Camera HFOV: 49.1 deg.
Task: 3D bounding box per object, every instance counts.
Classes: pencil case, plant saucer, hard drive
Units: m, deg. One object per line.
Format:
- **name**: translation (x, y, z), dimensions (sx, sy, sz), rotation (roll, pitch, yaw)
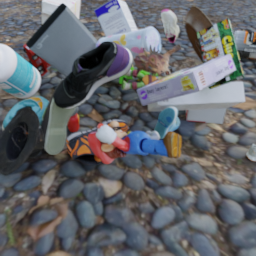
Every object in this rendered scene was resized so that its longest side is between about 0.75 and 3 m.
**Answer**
- **pencil case**: translation (-0.003, -2.908, 10.013), dimensions (2.352, 0.978, 1.067), rotation (0, -2, 33)
- **plant saucer**: translation (3.001, -3.304, 11.047), dimensions (0.538, 2.942, 2.942), rotation (-31, 39, 8)
- **hard drive**: translation (-2.172, -2.954, 10.256), dimensions (1.857, 2.661, 0.438), rotation (-47, 61, 4)

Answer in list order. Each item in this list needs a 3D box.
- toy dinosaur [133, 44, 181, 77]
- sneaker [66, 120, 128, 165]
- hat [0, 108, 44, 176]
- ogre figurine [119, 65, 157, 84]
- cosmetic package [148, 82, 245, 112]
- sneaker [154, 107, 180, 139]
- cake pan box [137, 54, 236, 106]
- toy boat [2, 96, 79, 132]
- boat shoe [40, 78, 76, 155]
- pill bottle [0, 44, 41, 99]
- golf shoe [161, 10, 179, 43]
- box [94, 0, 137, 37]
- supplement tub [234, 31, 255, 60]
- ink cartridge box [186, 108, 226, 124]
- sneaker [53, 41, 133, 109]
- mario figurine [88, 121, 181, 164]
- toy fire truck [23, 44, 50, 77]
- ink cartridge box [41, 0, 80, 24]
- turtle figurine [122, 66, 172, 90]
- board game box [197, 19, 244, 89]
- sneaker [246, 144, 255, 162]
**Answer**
- **toy dinosaur**: translation (0.606, -1.841, 7.849), dimensions (1.314, 0.832, 1.939), rotation (-13, 14, -36)
- **sneaker**: translation (-0.980, 0.625, 10.371), dimensions (2.447, 0.949, 1.371), rotation (-22, 46, -11)
- **hat**: translation (-3.661, 0.563, 9.940), dimensions (2.423, 0.977, 2.423), rotation (-14, 64, 30)
- **ogre figurine**: translation (0.103, -2.913, 14.606), dimensions (2.580, 1.266, 1.547), rotation (38, 32, 19)
- **cosmetic package**: translation (2.207, -1.044, 9.364), dimensions (2.945, 1.216, 0.746), rotation (-3, 82, -11)
- **sneaker**: translation (1.398, -0.302, 9.054), dimensions (0.889, 1.362, 0.542), rotation (-29, 67, -35)
- **cake pan box**: translation (1.436, -1.175, 6.875), dimensions (1.887, 0.494, 1.738), rotation (-29, 14, -39)
- **toy boat**: translation (-3.427, -0.572, 11.368), dimensions (2.990, 1.389, 2.513), rotation (3, 38, 5)
- **boat shoe**: translation (-2.642, -0.502, 10.299), dimensions (1.028, 2.883, 0.868), rotation (9, 12, -46)
- **pill bottle**: translation (-3.522, -1.678, 8.173), dimensions (1.129, 2.038, 1.129), rotation (-2, 77, 11)
- **golf shoe**: translation (1.797, -4.318, 11.981), dimensions (0.606, 1.609, 0.736), rotation (2, 67, 29)
- **box**: translation (-0.328, -4.435, 12.594), dimensions (1.151, 2.193, 2.017), rotation (-22, 14, 17)
- **supplement tub**: translation (7.569, -4.922, 16.812), dimensions (2.531, 1.551, 1.551), rotation (11, 39, 14)
- **ink cartridge box**: translation (3.396, -1.194, 12.573), dimensions (1.553, 0.882, 2.131), rotation (4, 38, 5)
- **sneaker**: translation (-1.389, -1.638, 8.382), dimensions (1.292, 2.950, 1.117), rotation (9, 52, -62)
- **mario figurine**: translation (0.095, 0.212, 7.738), dimensions (2.613, 1.613, 1.385), rotation (1, 48, 20)
- **toy fire truck**: translation (-3.234, -2.974, 11.424), dimensions (0.565, 2.317, 1.634), rotation (41, 73, 11)
- **ink cartridge box**: translation (-2.921, -4.961, 12.091), dimensions (1.178, 1.148, 1.833), rotation (16, 43, 0)
- **turtle figurine**: translation (0.727, -1.932, 11.091), dimensions (1.844, 1.369, 1.902), rotation (4, 27, -8)
- **board game box**: translation (2.761, -2.247, 8.491), dimensions (1.044, 0.234, 1.993), rotation (-17, 68, 29)
- **sneaker**: translation (5.092, 0.852, 10.138), dimensions (1.444, 0.664, 0.547), rotation (-2, 39, -3)
